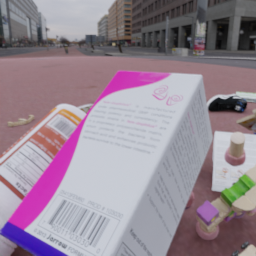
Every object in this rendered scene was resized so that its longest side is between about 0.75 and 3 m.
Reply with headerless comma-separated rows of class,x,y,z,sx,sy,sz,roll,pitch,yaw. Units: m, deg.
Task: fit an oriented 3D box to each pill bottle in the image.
pill bottle,-1.387,0.785,4.259,1.265,1.265,2.255,17,54,42

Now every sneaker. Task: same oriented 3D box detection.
sneaker,4.227,-0.954,11.702,1.756,0.642,0.982,-15,33,-20

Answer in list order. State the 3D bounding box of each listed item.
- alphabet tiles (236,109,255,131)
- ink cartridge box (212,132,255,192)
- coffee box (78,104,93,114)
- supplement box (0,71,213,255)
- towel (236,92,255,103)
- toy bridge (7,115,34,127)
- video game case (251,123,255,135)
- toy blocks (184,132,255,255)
alphabet tiles,3.837,-0.421,6.627,2.206,0.084,2.651,-23,-18,28
ink cartridge box,2.412,0.794,5.825,1.268,0.392,1.563,5,50,15
coffee box,-1.619,-0.378,9.725,0.474,0.680,1.189,-2,14,37
supplement box,-0.004,0.590,3.532,1.309,1.337,2.586,11,56,33
towel,6.133,-1.549,14.259,1.276,0.263,1.711,9,18,19
toy bridge,-3.870,-0.242,10.280,0.382,0.155,1.136,8,20,24
video game case,3.543,0.395,6.561,0.246,1.083,0.982,-41,25,-23
toy blocks,1.719,1.270,4.393,1.538,1.386,1.646,-34,53,-10
